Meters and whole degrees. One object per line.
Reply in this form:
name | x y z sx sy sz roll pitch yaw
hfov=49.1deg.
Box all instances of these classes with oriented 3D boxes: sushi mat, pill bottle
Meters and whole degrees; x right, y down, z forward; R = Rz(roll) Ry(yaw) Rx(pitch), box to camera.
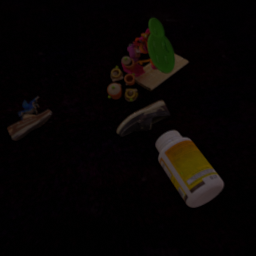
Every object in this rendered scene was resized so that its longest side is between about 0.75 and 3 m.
sushi mat | 1.492 -2.755 13.198 1.347 0.170 2.816 37 60 26
pill bottle | 1.896 1.263 9.229 1.329 1.329 2.433 -21 55 -16

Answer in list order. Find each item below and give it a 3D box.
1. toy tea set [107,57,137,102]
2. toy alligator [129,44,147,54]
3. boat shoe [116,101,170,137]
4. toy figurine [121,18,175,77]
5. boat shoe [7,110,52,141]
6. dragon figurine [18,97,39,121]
toy tea set | -0.256 -2.124 11.933 1.240 0.772 2.085 -3 71 8
toy alligator | 0.602 -3.969 14.076 1.162 0.279 0.385 15 57 5
boat shoe | 0.637 -0.260 10.776 2.333 0.839 0.756 -30 72 -25
toy figurine | 0.586 -3.179 12.129 1.752 2.148 2.334 -13 90 -47
boat shoe | -3.777 -0.250 10.758 1.798 0.681 0.645 -37 87 -27
dragon figurine | -4.095 -0.884 11.540 0.700 0.414 1.407 -2 52 -2
